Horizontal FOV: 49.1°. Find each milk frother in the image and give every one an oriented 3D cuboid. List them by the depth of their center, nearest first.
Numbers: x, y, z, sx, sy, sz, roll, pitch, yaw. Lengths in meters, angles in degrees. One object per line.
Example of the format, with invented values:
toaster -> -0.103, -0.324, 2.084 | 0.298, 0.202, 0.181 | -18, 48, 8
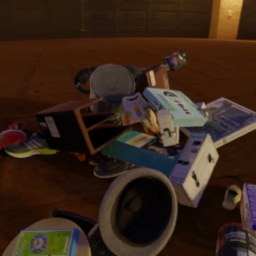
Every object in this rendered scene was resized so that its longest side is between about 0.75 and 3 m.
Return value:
milk frother -> -1.000, -1.488, 10.046 | 2.510, 2.361, 2.265 | 26, 64, 1

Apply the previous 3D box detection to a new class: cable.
cable -> -0.886, 1.101, 8.926 | 0.887, 0.431, 0.223 | 25, -7, 32

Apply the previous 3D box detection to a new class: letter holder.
letter holder -> -1.354, -0.225, 8.634 | 1.825, 1.292, 2.568 | -30, 19, -36

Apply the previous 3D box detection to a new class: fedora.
fedora -> 0.159, 1.718, 5.839 | 1.601, 1.811, 0.818 | 26, -16, -10

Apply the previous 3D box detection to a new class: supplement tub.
supplement tub -> 2.160, 2.726, 5.513 | 0.880, 0.880, 1.646 | 8, 25, 18

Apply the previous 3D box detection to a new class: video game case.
video game case -> 3.694, -0.262, 11.825 | 2.660, 0.342, 2.926 | -26, 27, -6

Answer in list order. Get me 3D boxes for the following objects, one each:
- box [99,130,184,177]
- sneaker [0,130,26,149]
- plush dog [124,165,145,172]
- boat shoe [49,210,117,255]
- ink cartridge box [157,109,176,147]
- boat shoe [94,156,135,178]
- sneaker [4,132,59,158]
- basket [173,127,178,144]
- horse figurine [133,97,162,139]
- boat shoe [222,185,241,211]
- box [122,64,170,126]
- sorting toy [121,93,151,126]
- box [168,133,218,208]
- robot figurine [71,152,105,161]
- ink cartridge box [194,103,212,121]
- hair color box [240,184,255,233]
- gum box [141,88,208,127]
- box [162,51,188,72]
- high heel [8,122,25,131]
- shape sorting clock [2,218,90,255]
box -> 0.432, 0.681, 8.844 | 2.656, 0.653, 1.093 | 16, 24, 31
sneaker -> -4.850, 0.585, 10.803 | 1.780, 0.685, 0.756 | -10, 34, -4
plush dog -> 0.507, 1.644, 7.913 | 1.266, 1.182, 1.474 | 16, 14, -43
boat shoe -> -0.696, 2.498, 6.007 | 2.679, 0.868, 0.981 | 10, 26, 21
ink cartridge box -> 0.951, -0.011, 6.990 | 0.332, 0.800, 0.587 | -11, 18, 8
boat shoe -> -0.013, 0.964, 9.627 | 2.582, 0.736, 0.863 | -14, 29, -29
sneaker -> -3.571, 0.565, 10.453 | 1.993, 0.807, 0.736 | -7, 25, -15
basket -> 1.678, 0.155, 11.172 | 0.677, 0.834, 0.842 | 1, 13, 12
horse figurine -> 0.764, -0.244, 10.281 | 0.695, 2.784, 1.845 | -37, 41, -5
boat shoe -> 2.971, 1.907, 7.992 | 0.405, 0.349, 1.110 | 17, 29, 33
box -> 0.291, -1.397, 12.372 | 2.626, 2.179, 2.157 | -4, 19, 28
sorting toy -> 0.209, -0.596, 8.363 | 0.914, 0.823, 0.488 | -21, 8, -15
box -> 1.837, 1.142, 7.839 | 0.551, 1.068, 1.832 | 4, 50, 42
robot figurine -> -1.868, 0.294, 11.073 | 1.959, 0.786, 2.702 | -11, 27, -27
ink cartridge box -> 2.922, -0.651, 11.910 | 1.241, 0.714, 0.421 | -4, 41, 35
hair color box -> 3.083, 2.156, 6.798 | 0.509, 0.859, 1.571 | 6, 24, 15
gum box -> 1.375, -0.600, 8.175 | 1.601, 0.357, 1.360 | 0, 41, -42
box -> 1.862, -2.626, 10.988 | 0.899, 0.549, 0.477 | -33, 25, -33
high heel -> -4.694, 0.017, 12.027 | 0.707, 0.496, 1.470 | -23, 28, -21
shape sorting clock -> -1.681, 2.719, 5.453 | 2.009, 0.394, 2.009 | -8, 44, 8
